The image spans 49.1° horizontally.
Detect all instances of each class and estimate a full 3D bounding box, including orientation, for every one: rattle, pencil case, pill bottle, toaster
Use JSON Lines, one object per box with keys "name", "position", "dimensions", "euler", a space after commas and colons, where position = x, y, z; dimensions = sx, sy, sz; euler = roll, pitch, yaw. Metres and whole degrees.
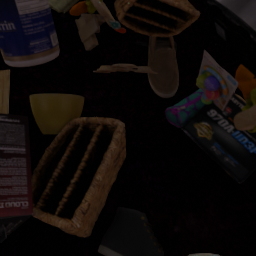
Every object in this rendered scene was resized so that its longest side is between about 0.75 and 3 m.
{"name": "rattle", "position": [3.017, -0.865, 5.810], "dimensions": [1.764, 2.709, 1.935], "euler": [4, 86, 27]}
{"name": "pencil case", "position": [1.980, -0.679, 8.522], "dimensions": [1.671, 0.772, 0.711], "euler": [-33, 68, -16]}
{"name": "pill bottle", "position": [-2.501, -2.736, 6.435], "dimensions": [1.374, 2.375, 1.374], "euler": [-6, 31, 3]}
{"name": "toaster", "position": [2.470, -2.089, 5.622], "dimensions": [1.088, 1.834, 1.659], "euler": [-41, 61, 9]}
{"name": "rattle", "position": [-1.137, -3.944, 10.241], "dimensions": [1.339, 1.220, 1.874], "euler": [-33, 95, -2]}

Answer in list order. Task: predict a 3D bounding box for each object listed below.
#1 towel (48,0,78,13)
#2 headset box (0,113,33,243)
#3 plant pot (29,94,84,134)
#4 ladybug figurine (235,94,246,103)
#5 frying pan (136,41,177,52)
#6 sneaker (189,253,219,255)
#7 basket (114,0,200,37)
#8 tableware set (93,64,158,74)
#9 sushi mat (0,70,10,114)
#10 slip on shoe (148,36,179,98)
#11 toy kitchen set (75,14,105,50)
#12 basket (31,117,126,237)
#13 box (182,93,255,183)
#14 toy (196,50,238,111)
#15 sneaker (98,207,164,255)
{"name": "towel", "position": [-2.538, -5.363, 11.079], "dimensions": [1.389, 0.342, 1.873], "euler": [33, 68, 14]}
{"name": "headset box", "position": [-3.125, 1.305, 6.738], "dimensions": [1.051, 2.025, 2.720], "euler": [6, 58, -35]}
{"name": "plant pot", "position": [-2.043, -0.354, 8.112], "dimensions": [1.529, 1.529, 1.086], "euler": [-1, 89, 0]}
{"name": "ladybug figurine", "position": [3.458, -0.568, 8.520], "dimensions": [0.417, 0.788, 1.160], "euler": [-40, 46, 14]}
{"name": "frying pan", "position": [1.022, -2.759, 9.852], "dimensions": [1.373, 0.223, 0.830], "euler": [-11, 69, -1]}
{"name": "sneaker", "position": [1.577, 2.297, 4.343], "dimensions": [1.558, 0.629, 0.596], "euler": [-16, 45, 35]}
{"name": "basket", "position": [0.512, -2.358, 5.801], "dimensions": [1.446, 1.032, 1.078], "euler": [8, 43, -28]}
{"name": "tableware set", "position": [-0.072, -1.236, 5.948], "dimensions": [1.043, 1.249, 0.145], "euler": [-5, 100, -40]}
{"name": "sushi mat", "position": [-4.431, -0.618, 8.823], "dimensions": [1.338, 0.169, 2.797], "euler": [-7, 64, -3]}
{"name": "slip on shoe", "position": [1.159, -2.310, 9.214], "dimensions": [1.006, 0.801, 2.645], "euler": [1, 71, 2]}
{"name": "toy kitchen set", "position": [-0.858, -2.840, 8.035], "dimensions": [0.842, 0.761, 0.933], "euler": [-19, 89, -44]}
{"name": "basket", "position": [-1.374, 1.029, 6.972], "dimensions": [1.955, 2.041, 2.739], "euler": [21, 66, 10]}
{"name": "box", "position": [2.896, 0.175, 7.857], "dimensions": [1.737, 0.503, 2.186], "euler": [-46, 72, 7]}
{"name": "toy", "position": [1.952, -0.959, 6.706], "dimensions": [0.427, 1.807, 1.040], "euler": [-39, 73, 0]}
{"name": "sneaker", "position": [0.585, 2.811, 6.711], "dimensions": [2.381, 0.891, 1.265], "euler": [19, 68, 11]}
